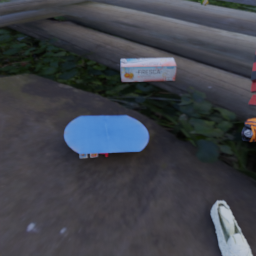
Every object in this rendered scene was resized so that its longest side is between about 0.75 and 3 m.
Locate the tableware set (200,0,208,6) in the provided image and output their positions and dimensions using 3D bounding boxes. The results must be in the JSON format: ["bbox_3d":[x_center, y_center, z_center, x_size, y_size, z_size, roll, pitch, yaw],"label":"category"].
[{"bbox_3d":[2.532,-4.106,8.323,0.158,1.030,0.694,26,27,-15],"label":"tableware set"}]

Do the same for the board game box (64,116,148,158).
[{"bbox_3d":[-0.677,0.337,8.761,2.571,0.501,2.031,-1,33,-11],"label":"board game box"}]

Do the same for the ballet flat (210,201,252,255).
[{"bbox_3d":[2.226,2.318,6.111,0.608,0.608,1.694,-5,39,-7],"label":"ballet flat"}]

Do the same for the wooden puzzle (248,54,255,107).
[{"bbox_3d":[4.070,-1.679,7.257,1.594,0.189,2.688,-7,52,43],"label":"wooden puzzle"}]

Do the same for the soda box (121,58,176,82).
[{"bbox_3d":[0.861,-2.534,12.218,2.372,0.754,0.811,-1,38,-3],"label":"soda box"}]

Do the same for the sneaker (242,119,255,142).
[{"bbox_3d":[4.081,0.411,8.484,1.226,0.849,2.189,10,28,18],"label":"sneaker"}]
